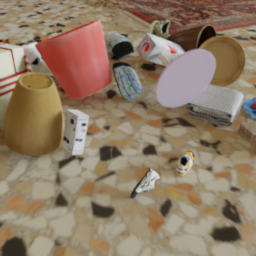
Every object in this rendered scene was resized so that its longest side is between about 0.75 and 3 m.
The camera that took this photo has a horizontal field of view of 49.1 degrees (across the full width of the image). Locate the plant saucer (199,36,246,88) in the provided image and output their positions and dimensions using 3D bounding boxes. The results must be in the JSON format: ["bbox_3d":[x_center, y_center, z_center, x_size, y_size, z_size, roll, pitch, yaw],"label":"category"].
[{"bbox_3d":[3.754,-2.713,11.605,2.073,2.073,0.367,2,14,3],"label":"plant saucer"}]

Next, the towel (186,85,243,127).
[{"bbox_3d":[3.108,-0.811,10.104,1.689,0.723,1.399,17,50,29],"label":"towel"}]

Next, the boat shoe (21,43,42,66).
[{"bbox_3d":[-4.075,-2.993,11.783,0.910,0.866,2.528,-35,17,5],"label":"boat shoe"}]

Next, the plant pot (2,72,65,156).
[{"bbox_3d":[-2.803,-0.547,8.417,1.920,2.060,1.920,9,40,-8],"label":"plant pot"}]

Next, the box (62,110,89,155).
[{"bbox_3d":[-1.585,0.129,8.330,0.363,1.206,0.703,-2,20,-41],"label":"box"}]

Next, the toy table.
[{"bbox_3d":[1.953,-1.842,10.171,2.336,2.147,1.368,-33,16,10],"label":"toy table"}]

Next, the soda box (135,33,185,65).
[{"bbox_3d":[1.400,-3.014,11.157,2.251,0.768,0.714,0,50,-47],"label":"soda box"}]

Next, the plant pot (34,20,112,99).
[{"bbox_3d":[-1.829,-2.488,10.510,2.575,2.279,2.575,-18,24,8],"label":"plant pot"}]

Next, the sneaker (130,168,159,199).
[{"bbox_3d":[0.451,1.544,7.334,0.418,0.350,0.944,42,85,-1],"label":"sneaker"}]

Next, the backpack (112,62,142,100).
[{"bbox_3d":[-0.022,-1.770,10.818,1.046,1.361,1.110,-5,-6,16],"label":"backpack"}]

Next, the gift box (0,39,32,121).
[{"bbox_3d":[-4.539,-1.417,9.149,2.663,2.457,2.486,21,35,23],"label":"gift box"}]

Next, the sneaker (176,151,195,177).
[{"bbox_3d":[1.695,0.928,8.130,0.394,0.474,1.051,16,42,19],"label":"sneaker"}]

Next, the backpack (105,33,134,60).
[{"bbox_3d":[-0.551,-4.138,14.085,1.244,0.943,1.490,-22,40,-21],"label":"backpack"}]

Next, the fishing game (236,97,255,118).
[{"bbox_3d":[5.101,-0.795,10.163,2.489,0.387,1.783,8,36,23],"label":"fishing game"}]

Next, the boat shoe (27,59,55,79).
[{"bbox_3d":[-3.628,-2.503,12.369,2.372,0.733,0.864,14,74,35],"label":"boat shoe"}]

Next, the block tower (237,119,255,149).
[{"bbox_3d":[4.142,0.372,8.858,0.461,0.431,1.596,-13,40,-16],"label":"block tower"}]

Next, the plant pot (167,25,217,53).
[{"bbox_3d":[2.624,-3.636,12.878,2.191,2.048,2.048,15,39,38],"label":"plant pot"}]

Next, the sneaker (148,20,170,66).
[{"bbox_3d":[1.387,-3.930,12.634,0.873,2.271,1.006,16,-13,-34],"label":"sneaker"}]
